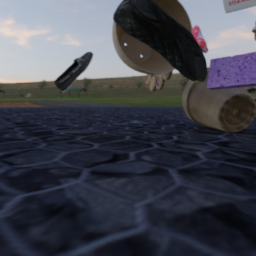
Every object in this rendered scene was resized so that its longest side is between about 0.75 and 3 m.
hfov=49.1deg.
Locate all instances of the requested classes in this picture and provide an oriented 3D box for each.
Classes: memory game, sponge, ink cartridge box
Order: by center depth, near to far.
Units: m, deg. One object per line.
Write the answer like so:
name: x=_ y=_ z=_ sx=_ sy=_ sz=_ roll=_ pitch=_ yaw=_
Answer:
ink cartridge box: x=2.375 y=-3.236 z=5.333 sx=0.719 sy=1.704 sz=1.244 roll=-36 pitch=26 yaw=-29
sponge: x=3.069 y=-1.597 z=7.883 sx=0.250 sy=0.934 sz=1.674 roll=17 pitch=-11 yaw=-43
memory game: x=1.160 y=-2.704 z=10.108 sx=0.180 sy=2.832 sz=2.832 roll=7 pitch=4 yaw=-18

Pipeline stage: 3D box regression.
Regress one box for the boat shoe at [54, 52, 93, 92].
boat shoe: x=-2.137 y=-2.320 z=11.052 sx=0.569 sy=1.998 sz=0.668 roll=41 pitch=-7 yaw=-37

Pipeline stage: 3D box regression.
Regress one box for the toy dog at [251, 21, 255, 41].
toy dog: x=4.721 y=-3.430 z=9.971 sx=0.459 sy=0.629 sz=0.954 roll=21 pitch=13 yaw=31

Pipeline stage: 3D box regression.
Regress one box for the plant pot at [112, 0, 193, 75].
plant pot: x=0.519 y=-2.687 z=8.488 sx=2.372 sy=2.372 sz=1.593 roll=-2 pitch=1 yaw=-18

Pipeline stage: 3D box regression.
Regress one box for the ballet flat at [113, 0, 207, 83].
ballet flat: x=0.901 y=-1.988 z=6.544 sx=2.858 sy=0.950 sz=0.812 roll=34 pitch=-27 yaw=-30

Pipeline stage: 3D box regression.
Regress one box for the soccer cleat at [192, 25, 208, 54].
soccer cleat: x=2.979 y=-3.740 z=11.833 sx=0.646 sy=1.689 sz=0.563 roll=34 pitch=-55 yaw=-28

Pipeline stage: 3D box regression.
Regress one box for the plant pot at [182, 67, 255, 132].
plant pot: x=3.812 y=-0.976 z=11.332 sx=2.644 sy=2.644 sz=2.294 roll=-1 pitch=21 yaw=-10
